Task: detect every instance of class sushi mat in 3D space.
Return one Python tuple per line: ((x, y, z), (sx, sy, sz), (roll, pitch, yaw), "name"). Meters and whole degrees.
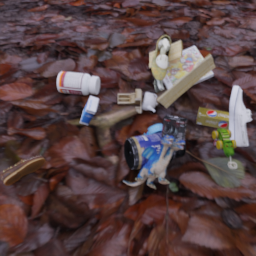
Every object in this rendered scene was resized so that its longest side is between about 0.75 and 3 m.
((2.291, -1.762, 10.935), (2.597, 1.242, 0.157), (-40, 66, 14), "sushi mat")
((1.594, -3.149, 12.082), (1.640, 0.099, 0.785), (-12, 69, 37), "sushi mat")

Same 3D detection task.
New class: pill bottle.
((0.956, 0.774, 9.993), (2.038, 1.140, 1.140), (-8, 44, -19), "pill bottle")
((-2.305, -2.056, 13.100), (1.831, 1.003, 1.003), (7, 44, 8), "pill bottle")

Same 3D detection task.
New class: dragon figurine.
((0.804, 1.114, 8.734), (0.782, 2.657, 1.321), (26, 59, -13), "dragon figurine")

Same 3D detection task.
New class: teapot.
((0.976, -1.132, 12.284), (0.629, 0.861, 0.850), (12, 2, -3), "teapot")

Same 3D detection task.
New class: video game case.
((2.395, -2.556, 12.278), (2.006, 0.230, 1.825), (-23, 59, 3), "video game case")

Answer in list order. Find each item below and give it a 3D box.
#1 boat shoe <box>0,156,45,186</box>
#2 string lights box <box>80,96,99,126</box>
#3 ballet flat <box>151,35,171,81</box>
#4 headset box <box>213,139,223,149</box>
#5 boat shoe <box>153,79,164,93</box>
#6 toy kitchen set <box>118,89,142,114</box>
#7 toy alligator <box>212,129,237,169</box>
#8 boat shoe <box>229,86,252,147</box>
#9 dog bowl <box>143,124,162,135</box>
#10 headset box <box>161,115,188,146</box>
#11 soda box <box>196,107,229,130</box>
((-3.729, 1.380, 9.859), (1.567, 0.552, 0.551), (-29, 54, -26), "boat shoe")
((-1.456, -0.618, 10.400), (0.345, 1.172, 0.602), (18, 61, -15), "string lights box")
((1.381, -2.907, 11.341), (0.726, 0.726, 2.055), (7, 65, 7), "ballet flat")
((3.736, 0.489, 10.956), (0.822, 0.317, 0.612), (18, 47, 19), "headset box")
((1.225, -1.874, 11.784), (0.355, 0.395, 1.117), (-34, 30, 24), "boat shoe")
((0.057, -1.095, 12.216), (1.056, 1.171, 0.955), (0, 85, 0), "toy kitchen set")
((2.935, 0.485, 8.293), (0.540, 0.391, 1.628), (-5, 43, -2), "toy alligator")
((4.060, -0.396, 10.082), (0.739, 2.260, 0.832), (4, 23, 27), "boat shoe")
((0.988, 0.175, 10.767), (0.594, 1.066, 0.264), (-13, 71, -21), "dog bowl")
((1.433, 0.140, 8.782), (0.710, 0.954, 0.368), (12, 22, 20), "headset box")
((3.722, -0.364, 11.690), (1.636, 0.524, 0.554), (12, 46, 11), "soda box")
